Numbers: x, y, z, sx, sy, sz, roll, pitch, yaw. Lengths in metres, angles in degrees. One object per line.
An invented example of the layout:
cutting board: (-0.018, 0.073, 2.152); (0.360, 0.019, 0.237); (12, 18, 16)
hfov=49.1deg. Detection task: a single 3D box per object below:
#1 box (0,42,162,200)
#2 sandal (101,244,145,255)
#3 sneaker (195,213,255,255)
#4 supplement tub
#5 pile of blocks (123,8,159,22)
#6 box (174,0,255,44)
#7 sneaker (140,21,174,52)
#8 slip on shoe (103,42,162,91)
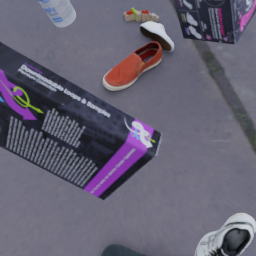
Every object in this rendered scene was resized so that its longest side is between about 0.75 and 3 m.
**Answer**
box: (-0.884, 0.029, 3.338); (2.126, 1.520, 0.384); (29, 51, -10)
sandal: (0.516, 2.810, 5.274); (2.228, 0.533, 0.837); (12, 59, 7)
sneaker: (0.920, 1.180, 2.778); (0.307, 0.356, 0.812); (39, 108, 15)
supplement tub: (-1.618, -2.774, 6.240); (0.592, 0.898, 0.592); (-10, 59, 17)
pile of blocks: (0.439, -3.854, 9.411); (1.227, 0.381, 0.504); (5, 59, 3)
box: (2.046, -3.024, 5.730); (1.264, 1.456, 2.203); (22, 67, 37)
sneaker: (1.035, -2.959, 8.780); (0.608, 0.523, 1.436); (-35, 64, -17)
slip on shoe: (0.139, -1.809, 8.021); (2.114, 0.647, 0.783); (-36, 67, -18)
